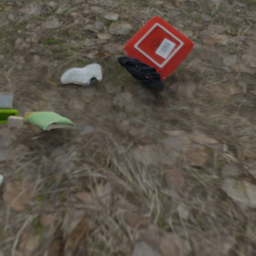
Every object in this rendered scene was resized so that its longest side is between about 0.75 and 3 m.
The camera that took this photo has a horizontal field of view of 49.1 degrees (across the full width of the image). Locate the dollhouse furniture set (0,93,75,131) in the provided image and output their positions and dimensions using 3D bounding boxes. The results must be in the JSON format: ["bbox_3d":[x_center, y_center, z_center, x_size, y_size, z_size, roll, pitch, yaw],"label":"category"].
[{"bbox_3d":[-3.104,-0.593,8.646,1.474,1.138,2.948,16,13,39],"label":"dollhouse furniture set"}]

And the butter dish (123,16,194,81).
[{"bbox_3d":[1.226,-3.093,11.790,2.199,1.630,2.205,41,80,9],"label":"butter dish"}]

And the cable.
[{"bbox_3d":[0.443,-2.178,10.563,1.859,2.278,0.579,37,95,29],"label":"cable"}]

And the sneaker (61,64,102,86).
[{"bbox_3d":[-1.903,-2.075,11.458,1.749,0.652,0.762,-14,78,5],"label":"sneaker"}]

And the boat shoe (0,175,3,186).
[{"bbox_3d":[-3.997,1.687,8.095,0.341,0.312,0.913,20,49,18],"label":"boat shoe"}]
